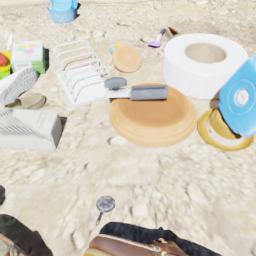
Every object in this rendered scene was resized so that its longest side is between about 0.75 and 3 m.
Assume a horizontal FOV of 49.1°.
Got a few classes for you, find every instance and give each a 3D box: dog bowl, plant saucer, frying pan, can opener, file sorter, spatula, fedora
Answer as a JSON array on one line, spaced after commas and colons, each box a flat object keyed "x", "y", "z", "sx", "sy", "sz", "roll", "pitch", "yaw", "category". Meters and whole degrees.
[{"x": -3.195, "y": -5.962, "z": 13.898, "sx": 1.385, "sy": 0.616, "sz": 2.485, "roll": -4, "pitch": 46, "yaw": -4, "category": "dog bowl"}, {"x": 0.765, "y": -0.570, "z": 8.546, "sx": 2.703, "sy": 0.506, "sz": 2.703, "roll": 1, "pitch": 45, "yaw": -1, "category": "plant saucer"}, {"x": -0.616, "y": 1.831, "z": 6.427, "sx": 0.454, "sy": 0.122, "sz": 0.750, "roll": 31, "pitch": 49, "yaw": 28, "category": "frying pan"}, {"x": 0.212, "y": -1.190, "z": 8.347, "sx": 1.925, "sy": 0.644, "sz": 0.514, "roll": -1, "pitch": 35, "yaw": 12, "category": "can opener"}, {"x": -1.549, "y": -1.878, "z": 9.358, "sx": 1.373, "sy": 1.232, "sz": 1.979, "roll": -19, "pitch": 48, "yaw": -18, "category": "file sorter"}, {"x": 1.357, "y": -3.937, "z": 12.159, "sx": 0.533, "sy": 0.194, "sz": 1.885, "roll": 17, "pitch": 47, "yaw": 14, "category": "spatula"}, {"x": -0.038, "y": -2.592, "z": 10.430, "sx": 1.121, "sy": 0.181, "sz": 1.121, "roll": 4, "pitch": 73, "yaw": -12, "category": "plant saucer"}, {"x": 2.817, "y": -0.125, "z": 7.933, "sx": 1.668, "sy": 0.680, "sz": 1.668, "roll": 0, "pitch": 48, "yaw": 0, "category": "fedora"}]

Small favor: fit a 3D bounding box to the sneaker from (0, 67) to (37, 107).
[{"x": -3.877, "y": -1.492, "z": 9.374, "sx": 0.785, "sy": 0.745, "sz": 1.950, "roll": 13, "pitch": 44, "yaw": 26, "category": "sneaker"}]

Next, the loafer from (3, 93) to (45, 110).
[{"x": -3.230, "y": -0.732, "z": 8.724, "sx": 0.545, "sy": 0.484, "sz": 1.434, "roll": 30, "pitch": 52, "yaw": 27, "category": "loafer"}]

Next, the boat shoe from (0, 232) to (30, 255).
[{"x": -2.177, "y": 2.614, "z": 5.041, "sx": 2.580, "sy": 0.926, "sz": 0.977, "roll": 23, "pitch": 49, "yaw": 22, "category": "boat shoe"}]

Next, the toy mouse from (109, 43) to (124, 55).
[{"x": -0.360, "y": -3.146, "z": 11.339, "sx": 1.141, "sy": 0.221, "sz": 1.014, "roll": 15, "pitch": 47, "yaw": 14, "category": "toy mouse"}]

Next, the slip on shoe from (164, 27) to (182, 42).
[{"x": 2.114, "y": -3.638, "z": 11.611, "sx": 0.667, "sy": 0.532, "sz": 1.755, "roll": -18, "pitch": 48, "yaw": -17, "category": "slip on shoe"}]

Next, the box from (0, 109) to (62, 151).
[{"x": -3.070, "y": 0.025, "z": 7.765, "sx": 2.234, "sy": 0.764, "sz": 0.918, "roll": 2, "pitch": 45, "yaw": 2, "category": "box"}]

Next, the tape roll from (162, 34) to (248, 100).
[{"x": 2.634, "y": -2.241, "z": 9.876, "sx": 2.839, "sy": 0.993, "sz": 2.839, "roll": 0, "pitch": 45, "yaw": 0, "category": "tape roll"}]

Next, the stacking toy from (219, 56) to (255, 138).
[{"x": 4.049, "y": -0.689, "z": 7.471, "sx": 2.889, "sy": 1.585, "sz": 1.677, "roll": 2, "pitch": 52, "yaw": -26, "category": "stacking toy"}]

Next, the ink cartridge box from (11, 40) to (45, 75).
[{"x": -3.782, "y": -2.833, "z": 10.744, "sx": 1.082, "sy": 0.618, "sz": 2.084, "roll": -8, "pitch": 45, "yaw": -8, "category": "ink cartridge box"}]

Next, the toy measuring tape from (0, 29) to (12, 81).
[{"x": -4.757, "y": -2.633, "z": 10.026, "sx": 1.061, "sy": 1.061, "sz": 2.884, "roll": -6, "pitch": 58, "yaw": -6, "category": "toy measuring tape"}]

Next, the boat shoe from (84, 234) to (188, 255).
[{"x": 0.671, "y": 2.582, "z": 5.058, "sx": 2.912, "sy": 1.025, "sz": 1.024, "roll": 22, "pitch": 51, "yaw": 10, "category": "boat shoe"}]
